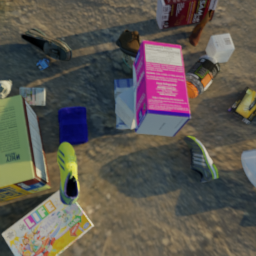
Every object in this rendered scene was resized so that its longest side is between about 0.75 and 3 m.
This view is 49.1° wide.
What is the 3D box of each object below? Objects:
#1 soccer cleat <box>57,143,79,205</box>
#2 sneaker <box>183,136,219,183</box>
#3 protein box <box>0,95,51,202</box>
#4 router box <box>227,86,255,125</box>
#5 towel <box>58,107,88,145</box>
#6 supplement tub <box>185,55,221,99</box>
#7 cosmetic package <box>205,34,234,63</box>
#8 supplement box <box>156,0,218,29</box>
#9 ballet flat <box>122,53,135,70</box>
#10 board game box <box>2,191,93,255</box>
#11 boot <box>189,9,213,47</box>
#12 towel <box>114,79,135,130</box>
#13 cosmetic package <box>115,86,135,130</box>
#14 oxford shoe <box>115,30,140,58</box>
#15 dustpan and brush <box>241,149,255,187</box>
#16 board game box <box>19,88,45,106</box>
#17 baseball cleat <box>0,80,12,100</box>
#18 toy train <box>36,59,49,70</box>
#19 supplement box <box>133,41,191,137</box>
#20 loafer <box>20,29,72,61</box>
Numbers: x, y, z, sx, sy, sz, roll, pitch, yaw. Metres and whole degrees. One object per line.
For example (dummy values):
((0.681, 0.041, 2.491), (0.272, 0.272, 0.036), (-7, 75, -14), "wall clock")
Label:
((-1.871, 1.404, 9.020), (0.678, 0.878, 2.098), (6, 63, -29), "soccer cleat")
((2.472, 1.108, 10.008), (0.748, 0.683, 1.848), (-28, 70, -5), "sneaker")
((-4.443, 0.881, 9.376), (2.854, 1.940, 2.875), (-15, 69, -5), "protein box")
((4.662, -0.879, 10.943), (0.973, 0.323, 1.237), (38, 73, 13), "router box")
((-2.104, -0.094, 10.594), (1.109, 0.372, 1.502), (-8, 69, 1), "towel")
((2.795, -1.986, 11.019), (0.998, 0.998, 1.628), (39, 73, 14), "supplement tub")
((3.762, -3.238, 11.538), (0.773, 0.929, 0.778), (-10, 69, -4), "cosmetic package")
((2.497, -5.167, 12.065), (2.437, 1.326, 0.742), (-11, 65, -3), "supplement box")
((0.586, -2.414, 11.138), (0.818, 0.908, 2.410), (-15, 62, -29), "ballet flat")
((-2.618, 3.367, 9.235), (2.449, 0.419, 1.646), (-37, 73, -13), "board game box")
((3.077, -4.122, 11.646), (0.427, 1.247, 1.174), (30, 61, -8), "boot")
((0.273, -1.001, 11.033), (1.622, 0.263, 2.208), (-4, 69, -2), "towel")
((0.210, -0.764, 10.209), (0.964, 1.152, 0.958), (-34, 71, -23), "cosmetic package")
((0.116, -3.263, 10.725), (0.757, 0.879, 2.083), (13, 29, -33), "oxford shoe")
((5.107, 1.980, 9.732), (1.781, 0.730, 2.551), (-10, 62, 4), "dustpan and brush")
((-3.702, -1.215, 10.859), (0.915, 0.294, 0.675), (1, 103, -9), "board game box")
((-5.253, -0.996, 10.803), (2.191, 1.166, 0.764), (-37, 107, 10), "baseball cleat")
((-3.450, -2.622, 11.458), (0.437, 0.332, 0.766), (-26, 26, 10), "toy train")
((0.996, -1.279, 9.119), (1.417, 1.387, 2.742), (5, 63, -12), "supplement box")
((-3.392, -3.335, 11.517), (2.350, 0.844, 0.739), (31, 37, 17), "loafer")
